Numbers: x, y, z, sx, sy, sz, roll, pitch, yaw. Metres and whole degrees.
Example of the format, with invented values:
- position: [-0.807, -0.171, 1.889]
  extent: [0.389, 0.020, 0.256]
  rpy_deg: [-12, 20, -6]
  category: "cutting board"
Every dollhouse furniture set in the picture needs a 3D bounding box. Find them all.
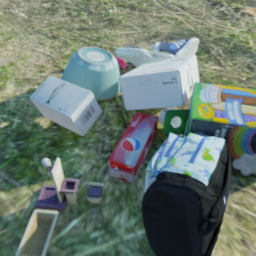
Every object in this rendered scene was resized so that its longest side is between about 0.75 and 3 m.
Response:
- position: [-1.489, 1.691, 5.945]
  extent: [1.608, 1.440, 2.029]
  rpy_deg: [4, 41, 5]
  category: "dollhouse furniture set"

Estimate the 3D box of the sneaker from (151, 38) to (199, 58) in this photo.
- position: [1.896, -3.497, 12.249]
  extent: [1.684, 0.926, 2.299]
  rpy_deg: [29, 53, 24]
  category: "sneaker"

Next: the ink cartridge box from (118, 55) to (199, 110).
- position: [1.099, -1.494, 8.997]
  extent: [1.856, 1.076, 2.563]
  rpy_deg: [-3, 21, 25]
  category: "ink cartridge box"

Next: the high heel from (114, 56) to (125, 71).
- position: [-1.114, -2.714, 11.601]
  extent: [2.000, 0.673, 0.959]
  rpy_deg: [9, 30, -9]
  category: "high heel"

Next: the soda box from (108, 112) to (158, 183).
- position: [0.204, 0.475, 7.918]
  extent: [0.754, 0.683, 2.154]
  rpy_deg: [14, 44, 15]
  category: "soda box"

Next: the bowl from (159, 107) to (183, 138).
- position: [1.319, -0.218, 8.579]
  extent: [0.377, 1.009, 1.010]
  rpy_deg: [-25, 17, 31]
  category: "bowl"

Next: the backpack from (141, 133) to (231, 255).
- position: [1.305, 1.218, 6.012]
  extent: [2.161, 2.293, 2.811]
  rpy_deg: [15, 35, 36]
  category: "backpack"

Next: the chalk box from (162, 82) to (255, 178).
- position: [2.395, -0.033, 7.692]
  extent: [2.803, 1.749, 1.737]
  rpy_deg: [11, 42, 11]
  category: "chalk box"

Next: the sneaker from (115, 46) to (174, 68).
- position: [0.593, -2.512, 10.912]
  extent: [2.304, 1.145, 0.898]
  rpy_deg: [10, 22, -4]
  category: "sneaker"

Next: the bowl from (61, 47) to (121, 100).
- position: [-1.261, -2.124, 10.205]
  extent: [2.261, 1.183, 2.261]
  rpy_deg: [9, 41, -8]
  category: "bowl"

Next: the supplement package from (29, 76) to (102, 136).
- position: [-1.873, -0.686, 8.475]
  extent: [1.754, 1.029, 1.025]
  rpy_deg: [23, 67, 28]
  category: "supplement package"
